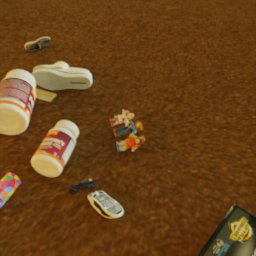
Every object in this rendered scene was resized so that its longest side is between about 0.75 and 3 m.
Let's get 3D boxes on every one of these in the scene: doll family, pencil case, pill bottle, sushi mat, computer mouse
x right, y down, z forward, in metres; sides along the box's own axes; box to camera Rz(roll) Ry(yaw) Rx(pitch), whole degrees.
[{"bbox_3d":[0.038,0.184,9.500,0.990,0.719,1.596,-17,61,2],"label":"doll family"},{"bbox_3d":[-3.617,1.852,7.971,0.553,0.553,1.251,16,46,16],"label":"pencil case"},{"bbox_3d":[-4.204,-1.022,10.352,1.382,1.382,2.421,-3,44,-3],"label":"pill bottle"},{"bbox_3d":[-3.539,-1.355,11.638,1.073,0.065,0.513,16,46,16],"label":"sushi mat"},{"bbox_3d":[-0.842,2.049,7.830,1.623,0.356,0.890,34,26,28],"label":"computer mouse"},{"bbox_3d":[-2.267,0.614,8.945,0.966,0.966,1.764,9,44,9],"label":"pill bottle"}]

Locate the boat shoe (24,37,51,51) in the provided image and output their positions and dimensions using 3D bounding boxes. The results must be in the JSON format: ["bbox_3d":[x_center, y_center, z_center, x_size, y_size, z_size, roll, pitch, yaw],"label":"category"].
[{"bbox_3d":[-4.590,-4.254,14.376,1.376,0.495,0.446,-24,57,-22],"label":"boat shoe"}]

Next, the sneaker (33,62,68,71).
[{"bbox_3d":[-3.471,-2.667,12.757,1.491,0.549,0.862,2,28,10],"label":"sneaker"}]

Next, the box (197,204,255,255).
[{"bbox_3d":[2.689,3.307,6.410,2.052,0.594,2.582,32,52,29],"label":"box"}]

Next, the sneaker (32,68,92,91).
[{"bbox_3d":[-2.784,-2.141,11.979,2.502,0.914,0.886,6,36,-7],"label":"sneaker"}]
